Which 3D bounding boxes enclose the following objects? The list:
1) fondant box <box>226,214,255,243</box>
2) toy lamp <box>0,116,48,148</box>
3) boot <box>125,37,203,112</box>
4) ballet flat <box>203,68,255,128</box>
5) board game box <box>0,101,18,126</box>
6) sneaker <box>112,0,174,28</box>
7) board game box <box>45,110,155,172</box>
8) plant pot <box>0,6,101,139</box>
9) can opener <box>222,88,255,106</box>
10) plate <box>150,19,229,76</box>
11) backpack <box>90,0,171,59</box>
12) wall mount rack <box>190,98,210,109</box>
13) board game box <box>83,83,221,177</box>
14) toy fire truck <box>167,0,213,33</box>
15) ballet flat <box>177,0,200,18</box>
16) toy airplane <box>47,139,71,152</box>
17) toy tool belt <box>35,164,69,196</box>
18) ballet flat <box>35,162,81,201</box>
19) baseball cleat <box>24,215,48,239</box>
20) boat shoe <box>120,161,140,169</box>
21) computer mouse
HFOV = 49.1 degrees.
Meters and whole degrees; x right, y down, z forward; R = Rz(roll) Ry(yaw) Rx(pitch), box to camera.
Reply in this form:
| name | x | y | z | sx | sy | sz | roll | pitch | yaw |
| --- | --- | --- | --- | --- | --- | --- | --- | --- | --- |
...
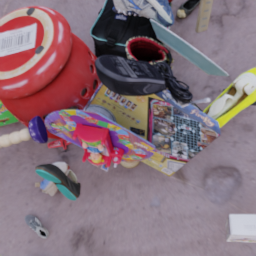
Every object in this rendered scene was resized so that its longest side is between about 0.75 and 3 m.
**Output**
| name | x | y | z | sx | sy | sz | roll | pitch | yaw |
| --- | --- | --- | --- | --- | --- | --- | --- | --- | --- |
| fondant box | 2.802 | 2.284 | 6.285 | 1.093 | 1.515 | 0.441 | -4 | 62 | 14 |
| toy lamp | -3.103 | 0.425 | 6.246 | 2.509 | 0.730 | 0.730 | -17 | 78 | 1 |
| boot | 1.002 | -0.951 | 7.180 | 2.787 | 2.105 | 1.006 | 39 | 78 | 16 |
| ballet flat | 2.589 | -0.755 | 6.794 | 2.130 | 0.714 | 0.712 | -45 | 54 | 9 |
| board game box | -3.871 | -1.099 | 8.601 | 1.018 | 0.319 | 2.130 | -14 | 78 | 10 |
| sneaker | 0.131 | -3.029 | 6.560 | 2.194 | 0.934 | 0.845 | 33 | 41 | -22 |
| board game box | -0.651 | 0.448 | 6.091 | 2.485 | 1.963 | 0.484 | 30 | 61 | -32 |
| plant pot | -2.186 | -1.376 | 7.277 | 2.799 | 2.549 | 2.799 | -6 | 68 | 15 |
| can opener | 3.414 | -0.773 | 7.763 | 1.599 | 0.507 | 0.629 | 8 | 99 | 23 |
| plate | 1.366 | -1.793 | 6.614 | 2.258 | 2.258 | 0.289 | 39 | 107 | 8 |
| backpack | 0.195 | -2.988 | 8.315 | 2.122 | 1.851 | 2.414 | 12 | 75 | 8 |
| wall mount rack | 0.983 | -0.579 | 6.690 | 1.923 | 1.671 | 0.717 | 23 | 48 | -9 |
| board game box | 0.436 | -0.089 | 6.640 | 2.823 | 1.912 | 0.488 | 30 | 39 | -14 |
| toy fire truck | 1.485 | -3.716 | 7.465 | 1.962 | 1.434 | 2.229 | -23 | 91 | -6 |
| ballet flat | 2.123 | -4.195 | 9.359 | 0.454 | 0.388 | 1.366 | 43 | 81 | 9 |
| toy airplane | -1.999 | 0.288 | 8.455 | 0.960 | 0.177 | 0.960 | 1 | 76 | -3 |
| toy tool belt | -2.141 | 1.366 | 7.832 | 0.619 | 0.629 | 1.007 | 29 | 103 | -16 |
| ballet flat | -1.604 | 1.154 | 6.618 | 0.542 | 1.595 | 0.545 | 2 | 54 | 25 |
| baseball cleat | -2.533 | 2.719 | 7.765 | 0.863 | 0.459 | 0.301 | 38 | 67 | 3 |
| boat shoe | -0.216 | -0.038 | 8.089 | 0.849 | 0.768 | 2.382 | -22 | 65 | -3 |
| computer mouse | 0.193 | -0.835 | 5.098 | 1.826 | 0.481 | 1.264 | 4 | 42 | -31 |
